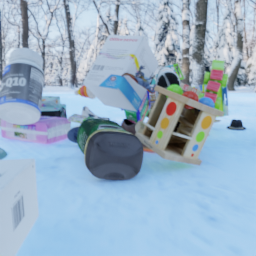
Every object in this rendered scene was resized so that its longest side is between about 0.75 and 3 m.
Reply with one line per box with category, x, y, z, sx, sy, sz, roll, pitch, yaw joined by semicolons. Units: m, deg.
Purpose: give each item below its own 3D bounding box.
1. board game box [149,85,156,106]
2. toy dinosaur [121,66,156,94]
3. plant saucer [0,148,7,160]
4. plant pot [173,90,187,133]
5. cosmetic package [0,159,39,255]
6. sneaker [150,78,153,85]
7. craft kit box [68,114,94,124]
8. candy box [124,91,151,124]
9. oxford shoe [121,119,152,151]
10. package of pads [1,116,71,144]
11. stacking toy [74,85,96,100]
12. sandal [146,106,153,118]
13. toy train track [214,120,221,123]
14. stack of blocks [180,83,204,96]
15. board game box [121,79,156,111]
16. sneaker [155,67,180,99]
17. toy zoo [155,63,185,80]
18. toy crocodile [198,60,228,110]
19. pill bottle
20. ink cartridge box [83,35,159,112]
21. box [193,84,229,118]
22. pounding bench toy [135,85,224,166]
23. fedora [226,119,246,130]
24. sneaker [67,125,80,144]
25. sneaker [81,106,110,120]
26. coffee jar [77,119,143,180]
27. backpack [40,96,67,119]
board game box;1.215;-1.301;14.289;1.866;0.570;2.464;-4;-24;14
toy dinosaur;0.500;-1.430;8.653;1.118;1.014;0.587;2;54;20
plant saucer;-4.761;0.821;8.666;1.858;0.255;1.858;-1;10;0
plant pot;1.839;-0.404;9.657;1.523;1.523;1.508;0;47;1
cosmetic package;-2.433;1.217;3.918;1.818;1.117;1.812;0;10;-1
sneaker;0.704;-2.330;11.832;0.803;0.500;1.498;15;39;2
craft kit box;-1.871;-0.334;11.206;0.864;0.210;0.853;12;16;3
candy box;0.369;-0.855;10.835;0.588;1.292;1.528;16;-27;19
oxford shoe;0.455;0.246;9.949;0.807;0.823;2.268;-8;20;-43
package of pads;-3.650;0.028;11.158;2.445;0.925;1.473;5;8;26
stacking toy;-1.889;-1.557;11.910;1.023;0.747;0.747;-2;8;27
sandal;1.359;-0.742;14.014;0.910;0.612;2.265;7;-13;22
toy train track;3.912;-0.317;14.176;1.691;0.480;2.948;6;14;28
stack of blocks;2.315;-1.330;12.027;1.897;1.092;0.556;14;14;-31
board game box;0.489;-1.723;14.971;2.177;0.490;1.656;-18;-22;2
sneaker;1.575;-1.005;10.967;1.075;2.915;1.166;0;33;2
toy zoo;1.950;-2.580;13.433;1.347;0.884;0.138;-15;-22;-8
toy crocodile;3.264;-1.532;10.742;0.898;2.660;0.821;15;-20;15
pill bottle;-3.815;-1.519;10.146;1.433;2.519;1.433;-2;-25;-1
ink cartridge box;-0.180;-1.892;9.640;1.516;2.067;1.509;15;-19;33
box;3.601;-1.228;12.805;0.600;1.536;2.520;-6;3;-13
pounding bench toy;1.197;-0.314;8.078;1.445;1.815;2.326;14;13;-35
fedora;5.272;-0.177;13.627;1.002;0.458;1.002;0;11;0
sneaker;-1.512;0.386;9.808;1.961;0.735;0.828;1;24;31
sneaker;-1.310;-0.326;12.109;1.015;0.623;1.560;-9;50;-39
coffee jar;-0.579;0.504;7.703;1.442;1.180;2.766;6;8;-16
backpack;-3.903;-0.713;13.477;1.889;1.647;2.149;-6;5;2
